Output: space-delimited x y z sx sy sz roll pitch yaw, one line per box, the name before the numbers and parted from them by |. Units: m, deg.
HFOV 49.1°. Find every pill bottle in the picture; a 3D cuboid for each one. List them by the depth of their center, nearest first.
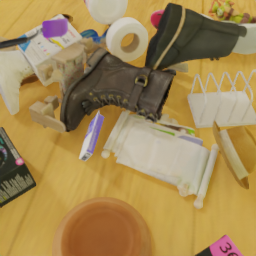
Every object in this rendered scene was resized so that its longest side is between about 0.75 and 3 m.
pill bottle | -0.934 -4.513 9.332 1.239 1.239 2.171 -15 51 -11

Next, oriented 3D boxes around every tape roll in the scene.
tape roll | -0.022 -2.733 8.736 1.287 1.287 0.450 -19 46 -14

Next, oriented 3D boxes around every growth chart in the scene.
growth chart | 0.822 0.477 6.974 2.879 0.255 2.083 24 55 18

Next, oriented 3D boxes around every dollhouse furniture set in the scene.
dollhouse furniture set | -1.222 -1.205 7.335 1.211 1.418 2.736 22 46 19

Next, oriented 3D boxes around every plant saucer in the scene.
plant saucer | -0.520 2.239 5.493 1.968 0.368 1.968 0 51 -1

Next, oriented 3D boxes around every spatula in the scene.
spatula | -2.531 -2.367 7.260 2.061 0.212 0.582 -14 68 12

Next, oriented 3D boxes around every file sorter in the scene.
file sorter | 2.622 -0.822 7.504 1.698 1.058 1.179 -4 51 -2

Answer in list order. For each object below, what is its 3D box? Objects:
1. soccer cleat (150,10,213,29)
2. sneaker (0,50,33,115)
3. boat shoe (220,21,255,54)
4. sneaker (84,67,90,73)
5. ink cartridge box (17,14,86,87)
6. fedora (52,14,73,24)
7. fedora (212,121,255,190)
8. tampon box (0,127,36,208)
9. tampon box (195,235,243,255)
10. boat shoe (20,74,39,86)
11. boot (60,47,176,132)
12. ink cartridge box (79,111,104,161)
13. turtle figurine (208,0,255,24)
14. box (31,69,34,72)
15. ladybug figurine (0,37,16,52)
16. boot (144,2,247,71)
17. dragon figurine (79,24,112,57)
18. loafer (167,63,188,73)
soccer cleat | 1.996 -3.787 10.121 2.356 0.823 1.017 15 43 6
sneaker | -3.047 -1.305 7.699 1.011 0.644 1.749 -19 93 -29
boat shoe | 3.338 -3.132 9.359 2.926 1.035 0.932 -1 51 2
sneaker | -0.790 -1.258 8.160 1.307 0.477 0.463 51 34 16
ink cartridge box | -2.182 -2.248 8.151 1.542 1.116 1.135 -36 73 -14
fedora | -2.448 -3.960 10.474 0.816 0.333 0.816 2 49 -2
fedora | 2.440 0.484 6.036 0.688 1.686 1.686 -27 48 22
tampon box | -3.099 1.031 6.018 1.664 1.050 1.247 -31 58 -23
tampon box | 0.853 3.181 3.932 2.564 1.619 1.922 -24 55 -18
boat shoe | -3.128 -1.503 8.535 0.806 0.284 0.283 -20 56 -16
boot | -0.241 -0.704 7.125 2.328 0.926 2.674 27 84 12
ink cartridge box | -0.843 0.198 6.607 0.218 1.003 0.993 20 65 -13
turtle figurine | 3.755 -4.068 10.205 2.030 0.811 2.517 27 36 9
box | -2.810 -2.151 9.065 1.527 0.265 0.840 7 52 6
ladybug figurine | -4.622 -2.113 8.660 2.334 0.840 1.584 -10 52 -8
boot | 1.557 -1.934 7.557 1.959 2.832 1.097 10 75 -9
dragon figurine | -1.251 -2.814 9.297 2.188 0.644 1.088 -15 48 2
loafer | 1.482 -1.956 8.724 0.922 0.315 0.349 21 18 27
